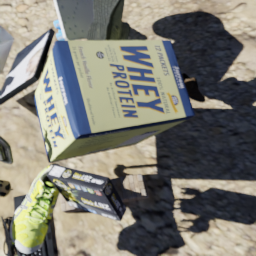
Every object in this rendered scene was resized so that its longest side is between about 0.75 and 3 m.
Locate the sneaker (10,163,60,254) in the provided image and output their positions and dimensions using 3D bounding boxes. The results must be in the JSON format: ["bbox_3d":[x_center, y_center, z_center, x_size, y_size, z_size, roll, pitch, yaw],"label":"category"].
[{"bbox_3d":[-2.140,1.780,6.663,0.878,0.890,2.329,20,35,-16],"label":"sneaker"}]

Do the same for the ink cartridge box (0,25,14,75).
[{"bbox_3d":[-4.695,-2.725,8.351,2.251,1.652,0.933,44,41,-1],"label":"ink cartridge box"}]

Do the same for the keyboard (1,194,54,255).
[{"bbox_3d":[-2.963,3.292,8.111,1.425,0.543,2.738,-13,69,-5],"label":"keyboard"}]

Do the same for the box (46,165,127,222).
[{"bbox_3d":[-0.880,1.382,5.997,1.479,1.192,0.363,7,49,30],"label":"box"}]

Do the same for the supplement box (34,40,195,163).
[{"bbox_3d":[-0.508,-0.543,6.686,2.764,2.761,1.855,-10,79,-29],"label":"supplement box"}]

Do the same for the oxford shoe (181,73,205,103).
[{"bbox_3d":[1.851,-1.184,8.152,0.430,0.500,1.184,-9,48,-39],"label":"oxford shoe"}]

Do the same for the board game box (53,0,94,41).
[{"bbox_3d":[-1.428,-4.018,8.004,0.374,2.890,2.890,-5,107,28],"label":"board game box"}]

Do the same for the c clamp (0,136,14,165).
[{"bbox_3d":[-3.320,0.225,6.339,1.602,1.876,0.254,22,58,1],"label":"c clamp"}]

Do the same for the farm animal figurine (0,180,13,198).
[{"bbox_3d":[-2.902,1.274,5.201,0.708,1.137,1.408,-7,32,31],"label":"farm animal figurine"}]

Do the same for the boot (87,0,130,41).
[{"bbox_3d":[-0.332,-2.815,7.195,0.703,1.356,2.076,24,104,20],"label":"boot"}]

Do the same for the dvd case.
[{"bbox_3d":[-2.805,-1.734,7.736,1.569,0.193,2.200,-25,43,27],"label":"dvd case"}]

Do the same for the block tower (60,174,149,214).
[{"bbox_3d":[-0.697,1.984,8.499,2.592,0.749,0.700,-10,70,-5],"label":"block tower"}]
